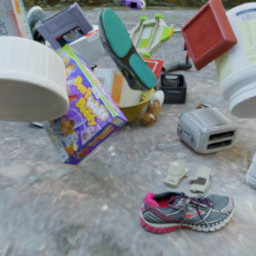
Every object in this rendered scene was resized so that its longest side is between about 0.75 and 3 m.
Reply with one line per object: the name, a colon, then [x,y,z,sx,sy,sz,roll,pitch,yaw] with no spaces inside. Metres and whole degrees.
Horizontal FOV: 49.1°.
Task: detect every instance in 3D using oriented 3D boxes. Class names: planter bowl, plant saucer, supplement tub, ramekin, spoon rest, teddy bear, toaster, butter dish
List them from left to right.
ramekin: [-2.363,-0.966,6.052,2.169,2.169,1.057,-1,70,-2]
planter bowl: [-0.269,-0.923,11.209,2.614,1.089,2.614,-3,30,2]
butter dish: [1.126,-2.769,14.627,1.466,1.087,1.470,16,75,31]
teddy bear: [0.989,-0.606,10.912,0.419,0.909,1.254,18,31,26]
spoon rest: [1.173,-1.241,12.206,0.544,0.892,1.795,9,13,-19]
plant saucer: [2.091,-2.563,7.714,0.275,1.497,1.494,-8,-15,-34]
toaster: [2.746,0.074,9.480,2.028,1.152,1.310,-8,34,-19]
supplement tub: [3.438,-1.794,7.797,1.938,1.938,2.673,-2,69,-4]

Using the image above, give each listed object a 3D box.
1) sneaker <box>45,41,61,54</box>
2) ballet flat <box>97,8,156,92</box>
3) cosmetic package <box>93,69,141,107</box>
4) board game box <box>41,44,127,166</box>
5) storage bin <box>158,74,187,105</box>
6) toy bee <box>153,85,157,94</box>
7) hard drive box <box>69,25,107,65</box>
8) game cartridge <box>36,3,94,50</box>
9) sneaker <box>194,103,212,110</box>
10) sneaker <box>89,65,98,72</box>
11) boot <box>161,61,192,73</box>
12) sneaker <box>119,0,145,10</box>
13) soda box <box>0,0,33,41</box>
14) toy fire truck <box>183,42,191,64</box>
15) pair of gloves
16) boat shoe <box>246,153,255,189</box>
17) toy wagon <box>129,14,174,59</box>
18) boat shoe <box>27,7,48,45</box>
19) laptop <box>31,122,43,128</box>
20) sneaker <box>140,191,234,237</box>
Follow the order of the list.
sneaker: [-1.954,-1.779,9.087,0.869,2.313,0.937,-5,48,22]
ballet flat: [-0.214,-2.048,7.965,0.988,2.662,0.988,-27,29,16]
cosmetic package: [-0.393,-1.375,10.626,0.844,1.202,2.370,9,1,28]
board game box: [-1.429,-0.622,7.073,2.587,1.740,0.579,55,13,25]
storage bin: [2.056,-1.854,13.142,1.222,0.848,1.808,2,31,4]
toy bee: [0.813,-1.619,12.452,1.012,0.840,1.545,23,53,4]
hard drive box: [-1.785,-3.096,10.605,1.836,0.905,2.356,-31,32,-15]
game cartridge: [-1.579,-2.499,7.043,1.235,0.801,0.237,-20,44,20]
sneaker: [3.015,-0.687,11.279,0.616,0.660,1.666,16,32,29]
sneaker: [-2.380,-3.062,15.351,1.652,0.743,0.578,-18,34,-28]
boot: [2.747,-3.594,16.462,1.602,0.581,1.457,-15,18,-37]
sneaker: [0.096,-5.340,11.883,1.341,0.541,0.559,31,44,31]
soda box: [-3.190,-2.547,7.948,0.713,2.244,0.767,-5,25,7]
toy fire truck: [2.375,-2.927,10.866,0.545,0.816,0.972,17,-3,11]
pair of gloves: [1.725,1.421,8.023,1.225,0.215,1.042,9,34,19]
boat shoe: [4.357,0.788,8.369,2.774,0.950,0.999,-23,37,-35]
toy wagon: [0.909,-3.609,11.168,2.338,1.814,0.463,12,-9,44]
boat shoe: [-3.430,-3.164,10.136,0.699,2.262,0.823,42,34,13]
laptop: [-2.988,-0.766,11.033,1.664,0.965,1.558,19,31,3]
sneaker: [1.431,1.884,6.555,2.284,0.853,0.921,-5,30,-10]
